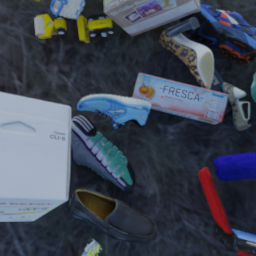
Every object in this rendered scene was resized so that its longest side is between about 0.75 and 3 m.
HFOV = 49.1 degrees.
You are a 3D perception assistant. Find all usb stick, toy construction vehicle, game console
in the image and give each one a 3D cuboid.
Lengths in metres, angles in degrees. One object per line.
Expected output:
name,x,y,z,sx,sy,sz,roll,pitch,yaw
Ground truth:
usb stick,2.555,-1.609,8.983,0.783,0.460,2.823,-28,78,-6
toy construction vehicle,-1.804,-3.794,9.156,2.491,0.877,2.169,-10,88,0
game console,2.710,1.983,6.610,2.255,2.617,1.553,12,82,13

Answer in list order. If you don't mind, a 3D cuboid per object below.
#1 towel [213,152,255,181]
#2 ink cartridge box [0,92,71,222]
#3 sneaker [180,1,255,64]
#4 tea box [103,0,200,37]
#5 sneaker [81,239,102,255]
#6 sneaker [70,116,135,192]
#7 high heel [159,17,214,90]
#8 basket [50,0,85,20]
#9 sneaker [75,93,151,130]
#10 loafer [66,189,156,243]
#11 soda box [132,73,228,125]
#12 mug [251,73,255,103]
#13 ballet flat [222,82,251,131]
towel,3.591,0.831,6.953,2.750,2.031,0.681,-9,72,19
ink cartridge box,-2.726,0.829,6.208,2.114,2.910,2.104,10,61,-28
sneaker,2.911,-3.239,8.923,2.988,1.125,1.172,35,68,1
tea box,0.646,-4.441,8.329,2.410,1.610,2.371,-10,74,31
sneaker,-1.029,3.385,7.300,0.394,0.389,1.031,32,116,12
sneaker,-0.915,0.902,8.073,1.136,0.966,2.596,-41,88,26
high heel,1.780,-2.129,8.740,0.792,1.581,2.218,-26,103,-31
basket,-2.083,-3.891,8.322,0.952,1.369,1.207,-62,40,23
sneaker,-0.385,-0.401,7.334,1.995,0.782,0.897,7,90,-11
loafer,-0.413,2.308,7.369,2.519,0.911,0.917,18,53,-2
soda box,1.475,-0.833,8.257,2.638,0.902,0.839,15,87,3
mug,4.749,-1.431,7.829,2.740,2.251,1.694,-33,72,-29
ballet flat,3.309,-0.712,8.344,0.532,0.591,1.568,-4,76,-42
